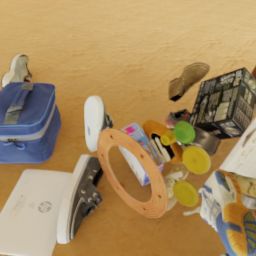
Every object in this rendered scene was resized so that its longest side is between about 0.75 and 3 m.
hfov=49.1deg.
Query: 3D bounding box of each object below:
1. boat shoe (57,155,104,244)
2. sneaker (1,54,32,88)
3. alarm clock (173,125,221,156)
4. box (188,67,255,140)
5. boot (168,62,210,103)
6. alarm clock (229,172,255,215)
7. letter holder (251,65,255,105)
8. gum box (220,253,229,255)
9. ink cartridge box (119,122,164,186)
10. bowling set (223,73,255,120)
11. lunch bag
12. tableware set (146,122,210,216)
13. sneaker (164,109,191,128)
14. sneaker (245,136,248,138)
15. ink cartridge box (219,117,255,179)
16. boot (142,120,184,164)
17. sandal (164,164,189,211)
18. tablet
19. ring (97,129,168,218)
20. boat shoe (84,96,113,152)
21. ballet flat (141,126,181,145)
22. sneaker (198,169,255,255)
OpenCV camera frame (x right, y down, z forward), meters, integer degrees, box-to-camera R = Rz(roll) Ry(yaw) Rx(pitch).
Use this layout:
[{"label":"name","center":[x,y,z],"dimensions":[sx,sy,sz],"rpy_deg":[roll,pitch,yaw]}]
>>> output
[{"label":"boat shoe","center":[-1.114,1.805,7.527],"dimensions":[0.921,0.972,2.781],"rpy_deg":[6,33,4]},{"label":"sneaker","center":[-4.909,-2.419,12.877],"dimensions":[1.114,1.039,2.811],"rpy_deg":[5,44,-9]},{"label":"alarm clock","center":[1.854,0.368,7.309],"dimensions":[1.106,0.546,1.639],"rpy_deg":[24,1,39]},{"label":"box","center":[2.663,-0.613,7.904],"dimensions":[1.495,0.786,1.825],"rpy_deg":[-15,44,50]},{"label":"boot","center":[1.812,-1.335,8.547],"dimensions":[0.690,1.874,0.707],"rpy_deg":[23,66,-14]},{"label":"alarm clock","center":[3.398,1.776,7.687],"dimensions":[1.256,0.620,1.862],"rpy_deg":[0,34,0]},{"label":"letter holder","center":[5.309,-1.987,9.673],"dimensions":[1.177,1.664,2.341],"rpy_deg":[39,67,-5]},{"label":"gum box","center":[1.362,3.829,5.131],"dimensions":[2.694,0.600,2.289],"rpy_deg":[-12,40,-15]},{"label":"ink cartridge box","center":[0.397,0.870,7.947],"dimensions":[0.660,1.179,1.728],"rpy_deg":[-26,64,-13]},{"label":"bowling set","center":[3.605,-0.721,9.562],"dimensions":[1.185,2.207,1.536],"rpy_deg":[2,53,34]},{"label":"lunch bag","center":[-3.457,-0.278,9.272],"dimensions":[1.970,1.918,2.899],"rpy_deg":[-1,37,-1]},{"label":"tableware set","center":[1.289,0.887,5.955],"dimensions":[0.304,1.333,1.979],"rpy_deg":[-26,86,-44]},{"label":"sneaker","center":[1.761,-0.303,8.430],"dimensions":[1.328,0.544,0.512],"rpy_deg":[-5,46,-25]},{"label":"sneaker","center":[4.227,0.601,9.424],"dimensions":[0.571,0.496,1.289],"rpy_deg":[-1,30,15]},{"label":"ink cartridge box","center":[3.284,0.256,7.105],"dimensions":[1.859,2.110,0.472],"rpy_deg":[17,22,-34]},{"label":"boot","center":[0.847,0.257,7.685],"dimensions":[0.655,1.333,1.862],"rpy_deg":[-48,60,7]},{"label":"sandal","center":[1.284,1.505,8.082],"dimensions":[0.669,0.600,1.824],"rpy_deg":[20,42,23]},{"label":"tablet","center":[-2.513,2.166,7.595],"dimensions":[1.727,0.181,2.654],"rpy_deg":[5,39,5]},{"label":"ring","center":[0.070,1.123,7.030],"dimensions":[0.243,2.528,2.528],"rpy_deg":[-30,47,-32]},{"label":"boat shoe","center":[-0.787,-0.127,8.113],"dimensions":[0.735,2.168,0.778],"rpy_deg":[-20,53,-24]},{"label":"ballet flat","center":[1.221,0.166,9.625],"dimensions":[2.507,0.900,0.900],"rpy_deg":[-4,38,-4]},{"label":"sneaker","center":[1.663,1.552,4.848],"dimensions":[0.668,0.783,1.776],"rpy_deg":[29,31,-10]}]
